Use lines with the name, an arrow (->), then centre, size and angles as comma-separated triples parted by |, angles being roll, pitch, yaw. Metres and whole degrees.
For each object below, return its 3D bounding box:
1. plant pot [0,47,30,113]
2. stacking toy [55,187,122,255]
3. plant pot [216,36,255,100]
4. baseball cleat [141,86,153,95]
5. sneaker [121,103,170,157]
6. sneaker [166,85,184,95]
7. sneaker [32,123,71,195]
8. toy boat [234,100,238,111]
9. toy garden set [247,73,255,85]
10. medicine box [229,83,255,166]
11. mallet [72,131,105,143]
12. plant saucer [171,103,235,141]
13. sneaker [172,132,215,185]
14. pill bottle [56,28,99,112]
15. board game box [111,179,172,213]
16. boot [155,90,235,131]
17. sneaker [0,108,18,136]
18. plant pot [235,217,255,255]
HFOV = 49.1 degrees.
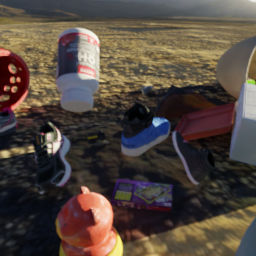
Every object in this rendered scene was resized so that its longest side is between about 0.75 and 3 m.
plant pot -> -5.415, -1.994, 10.653 | 2.270, 2.493, 2.493 | 28, 36, 28
stacking toy -> -0.762, 2.208, 3.823 | 2.606, 1.216, 2.879 | -17, 30, -32
plant pot -> 4.878, -2.444, 11.748 | 2.838, 2.838, 1.906 | -19, 25, -33
baseball cleat -> 0.900, -1.795, 12.968 | 0.502, 0.329, 0.944 | -15, 22, 18
sneaker -> 0.614, -0.194, 8.624 | 0.913, 1.323, 2.378 | 18, 31, 33
sneaker -> 2.032, -1.302, 11.681 | 0.873, 0.731, 1.924 | 15, 31, 12
sneaker -> -2.047, 0.659, 6.960 | 0.894, 0.961, 2.226 | -27, 31, 2
toy boat -> 4.531, -0.666, 10.488 | 1.170, 0.763, 0.765 | 12, -3, 17
toy garden set -> 5.755, -1.380, 10.957 | 2.229, 0.534, 2.674 | -10, 44, -46
medicine box -> 4.275, -0.033, 7.856 | 2.393, 1.352, 2.627 | 14, 32, 16
mallet -> -1.237, 0.349, 8.860 | 1.064, 0.219, 0.350 | -15, 33, -17
plant saucer -> 2.500, -0.145, 9.033 | 1.853, 0.341, 1.856 | -14, 19, 29
sneaker -> 1.673, 0.593, 7.043 | 0.529, 0.743, 1.498 | 21, 40, -48
pill bottle -> -1.956, -2.179, 10.886 | 1.625, 2.936, 1.625 | -2, -17, -1
board game box -> 0.331, 1.530, 6.407 | 1.332, 0.215, 0.799 | 5, 30, 9
boot -> 2.564, -0.421, 10.085 | 2.423, 0.881, 2.573 | -17, 39, -42
sneaker -> -4.463, -0.020, 8.917 | 0.798, 0.739, 1.979 | 15, 31, 22
plant pot -> 2.550, 1.807, 3.447 | 2.418, 2.272, 2.418 | 1, 26, 0
